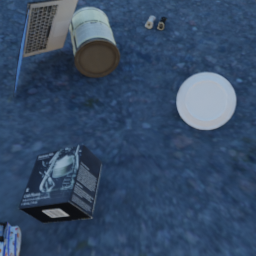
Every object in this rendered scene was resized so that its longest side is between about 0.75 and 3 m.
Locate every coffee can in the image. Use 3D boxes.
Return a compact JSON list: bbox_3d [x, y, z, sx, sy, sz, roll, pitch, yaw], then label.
[{"bbox_3d":[-1.382,-3.400,11.077,1.704,1.704,2.329,-10,52,-8],"label":"coffee can"}]

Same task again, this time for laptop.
[{"bbox_3d":[-3.007,-2.884,10.111,2.980,2.790,1.727,-26,80,-33],"label":"laptop"}]

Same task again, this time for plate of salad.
[{"bbox_3d":[2.621,-0.897,9.499,1.934,0.464,1.934,0,88,9],"label":"plate of salad"}]

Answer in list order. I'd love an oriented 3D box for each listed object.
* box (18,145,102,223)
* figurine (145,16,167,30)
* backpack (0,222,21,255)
[{"bbox_3d":[-1.697,1.477,7.298,1.635,1.013,1.607,-14,45,25],"label":"box"},{"bbox_3d":[1.338,-5.034,13.259,0.923,0.397,0.900,11,47,12],"label":"figurine"},{"bbox_3d":[-2.997,2.822,6.650,0.843,1.095,1.043,5,60,-6],"label":"backpack"}]
